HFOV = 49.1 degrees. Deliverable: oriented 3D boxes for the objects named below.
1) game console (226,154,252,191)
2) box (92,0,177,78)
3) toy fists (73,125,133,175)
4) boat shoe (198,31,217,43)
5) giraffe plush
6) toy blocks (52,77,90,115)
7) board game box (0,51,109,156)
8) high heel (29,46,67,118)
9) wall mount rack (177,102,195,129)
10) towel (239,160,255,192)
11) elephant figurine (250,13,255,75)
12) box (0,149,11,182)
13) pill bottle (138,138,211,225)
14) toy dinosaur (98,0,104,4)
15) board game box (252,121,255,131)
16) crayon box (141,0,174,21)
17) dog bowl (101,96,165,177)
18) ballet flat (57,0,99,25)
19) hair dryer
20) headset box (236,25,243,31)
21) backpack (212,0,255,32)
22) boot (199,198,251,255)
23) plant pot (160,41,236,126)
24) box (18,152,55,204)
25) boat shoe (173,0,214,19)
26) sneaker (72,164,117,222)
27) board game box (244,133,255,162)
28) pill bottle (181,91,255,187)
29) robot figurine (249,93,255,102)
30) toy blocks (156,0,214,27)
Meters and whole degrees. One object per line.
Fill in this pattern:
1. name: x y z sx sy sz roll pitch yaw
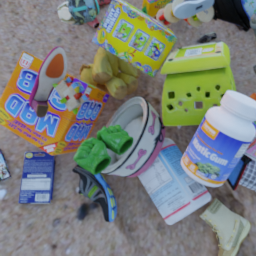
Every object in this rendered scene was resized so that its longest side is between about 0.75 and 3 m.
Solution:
1. game console: 2.904 0.875 8.109 0.911 1.535 1.322 -38 86 11
2. box: 0.219 -2.840 8.626 2.067 2.146 1.309 28 114 -10
3. toy fists: -0.592 0.425 6.568 0.769 0.519 1.510 30 49 28
4. boat shoe: 3.391 -3.808 11.866 0.867 0.323 0.318 -25 70 -8
5. giraffe plush: -1.000 -1.922 10.326 2.378 1.928 2.052 55 43 -3
6. toy blocks: -1.274 -0.821 6.433 0.593 0.434 0.868 -35 86 29
7. board game box: -2.380 -0.721 9.174 2.304 2.306 2.304 29 95 11
8. high heel: -2.050 -1.220 6.877 1.861 0.627 0.895 -61 41 20
9. wall mount rack: 2.178 -0.638 10.479 1.443 0.538 1.254 -10 68 -5
10. towel: 4.144 0.618 9.650 2.204 1.139 2.662 22 70 8
11. elephant figurine: 4.516 -2.682 8.468 1.646 2.327 1.805 -21 24 13
12. box: -4.675 1.390 9.841 0.768 0.212 1.124 -25 70 -10
13. pill bottle: 1.158 1.413 9.069 1.631 1.631 3.000 -28 70 -11
14. toy dinosaur: -0.519 -4.750 8.636 2.346 1.590 1.007 -3 81 -8
15. board game box: 4.042 -0.100 7.924 1.558 2.317 0.519 -33 59 12
16. crayon box: 1.449 -5.111 11.687 1.817 1.568 0.530 -30 77 -11
17. dog bowl: 0.096 0.388 9.073 1.003 2.721 2.721 29 67 -25
18. ballet flat: -1.763 -3.750 8.924 1.066 2.872 1.066 -5 106 -19
19. hair dryer: -1.503 -5.492 12.337 1.969 0.702 2.586 3 69 0
20. headset box: 5.545 -5.235 11.622 2.430 1.806 0.911 -24 73 -10
21. backpack: 3.296 -4.312 8.618 1.494 2.034 1.861 -51 47 7
22. boot: 2.805 3.311 8.819 1.451 0.680 1.867 37 72 13
23. plant pot: 1.952 -1.285 7.810 1.975 1.801 1.984 -3 27 21
24. box: -3.108 1.700 9.670 1.082 0.289 1.785 0 70 0
25. boat shoe: 1.738 -3.420 7.744 1.253 0.463 0.428 -26 56 -10
26. sneaker: -1.115 2.108 9.314 0.960 0.821 2.316 -33 68 -1
27. board game box: 4.177 0.693 6.198 2.500 1.913 0.504 34 59 4
28. pill bottle: 2.179 0.245 6.540 1.172 2.091 1.172 18 26 -9
29. robot figurine: 4.226 -0.842 8.565 1.132 0.814 0.660 -18 79 22
30. toy blocks: 1.801 -3.788 9.595 1.504 1.804 0.655 2 96 -17
